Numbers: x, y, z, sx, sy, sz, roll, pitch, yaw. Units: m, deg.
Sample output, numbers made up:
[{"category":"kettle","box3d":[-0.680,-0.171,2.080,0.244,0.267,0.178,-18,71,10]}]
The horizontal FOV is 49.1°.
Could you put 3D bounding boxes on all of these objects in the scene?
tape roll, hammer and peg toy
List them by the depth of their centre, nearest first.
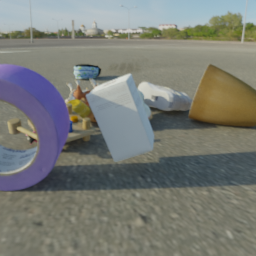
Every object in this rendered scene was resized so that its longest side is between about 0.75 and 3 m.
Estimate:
[{"category":"tape roll","box3d":[-2.738,0.008,6.295,2.661,2.661,1.131,1,25,1]},{"category":"hammer and peg toy","box3d":[-2.346,0.069,8.653,2.287,0.806,1.682,-19,39,-36]}]

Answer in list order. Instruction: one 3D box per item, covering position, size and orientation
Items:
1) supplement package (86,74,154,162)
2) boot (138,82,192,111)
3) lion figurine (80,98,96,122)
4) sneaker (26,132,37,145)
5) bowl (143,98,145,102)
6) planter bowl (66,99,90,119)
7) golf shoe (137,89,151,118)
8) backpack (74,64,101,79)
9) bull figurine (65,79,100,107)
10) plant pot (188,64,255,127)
[{"category":"supplement package","box3d":[-0.133,-0.261,6.940,1.051,1.792,1.047,-19,15,12]},{"category":"boot","box3d":[1.608,-1.334,12.726,1.404,1.080,2.938,5,18,-29]},{"category":"lion figurine","box3d":[-1.258,-0.563,10.765,2.646,0.959,1.620,-6,24,27]},{"category":"sneaker","box3d":[-2.730,0.321,8.862,0.945,0.451,0.374,-6,-9,-34]},{"category":"bowl","box3d":[0.199,-1.101,12.394,1.130,0.508,1.130,2,13,0]},{"category":"planter bowl","box3d":[-1.978,-0.742,10.349,1.088,0.453,1.088,-3,38,2]},{"category":"golf shoe","box3d":[0.073,-1.151,10.704,0.951,1.155,2.524,-40,34,8]},{"category":"backpack","box3d":[-2.925,-3.858,19.153,1.359,1.281,1.666,18,5,36]},{"category":"bull figurine","box3d":[-1.994,-1.450,12.533,2.273,1.380,0.740,-10,-7,-46]},{"category":"plant pot","box3d":[3.719,-0.975,10.336,2.320,2.162,2.162,21,26,14]}]
